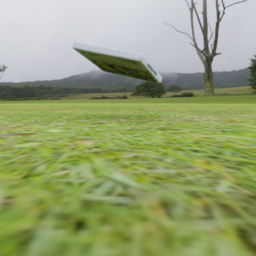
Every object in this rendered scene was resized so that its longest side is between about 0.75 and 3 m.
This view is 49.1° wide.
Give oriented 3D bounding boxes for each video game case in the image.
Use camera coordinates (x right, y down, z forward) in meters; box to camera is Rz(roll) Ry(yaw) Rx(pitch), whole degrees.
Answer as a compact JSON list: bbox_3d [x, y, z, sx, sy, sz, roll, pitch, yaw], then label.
[{"bbox_3d":[-0.336,-2.531,10.996,2.853,0.328,2.600,17,-2,23],"label":"video game case"}]
